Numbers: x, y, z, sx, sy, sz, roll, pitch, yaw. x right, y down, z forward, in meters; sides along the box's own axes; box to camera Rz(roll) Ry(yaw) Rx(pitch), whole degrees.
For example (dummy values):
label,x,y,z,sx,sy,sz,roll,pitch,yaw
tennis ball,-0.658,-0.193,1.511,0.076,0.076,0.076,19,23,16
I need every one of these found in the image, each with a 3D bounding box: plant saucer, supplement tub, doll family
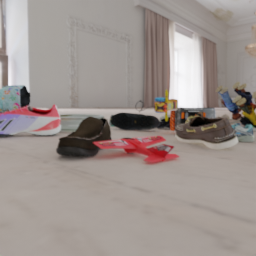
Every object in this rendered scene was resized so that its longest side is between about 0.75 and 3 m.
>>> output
label,x,y,z,sx,sy,sz,roll,pitch,yaw
plant saucer,-2.356,-0.226,12.205,2.617,0.657,2.617,0,6,0
supplement tub,2.495,-0.274,10.843,1.680,1.029,1.029,0,6,13
doll family,4.054,-0.672,9.692,1.020,1.503,2.600,-39,27,13

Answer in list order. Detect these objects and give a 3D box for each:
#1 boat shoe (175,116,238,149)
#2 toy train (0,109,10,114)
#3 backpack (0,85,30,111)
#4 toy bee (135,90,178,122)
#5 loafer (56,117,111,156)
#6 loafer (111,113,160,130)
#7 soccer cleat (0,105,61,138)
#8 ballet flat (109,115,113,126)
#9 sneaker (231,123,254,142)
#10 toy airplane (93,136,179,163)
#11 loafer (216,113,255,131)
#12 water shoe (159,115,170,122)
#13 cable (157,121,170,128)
label,x,y,z,sx,sy,sz,roll,pitch,yaw
boat shoe,2.170,0.016,8.388,0.942,0.780,2.621,-22,12,-15
toy train,-5.207,-0.306,10.619,1.670,0.712,0.952,-19,32,-22
backpack,-5.101,-0.874,12.277,1.681,1.983,2.233,-6,16,-18
toy bee,1.323,-0.744,10.559,1.755,1.149,0.954,-32,28,-22
loafer,-1.095,0.156,7.189,0.912,0.892,2.500,1,6,11
loafer,0.299,-0.240,12.271,2.284,0.775,0.802,4,-4,30
soccer cleat,-3.930,-0.310,9.952,2.969,1.087,1.013,-1,27,-10
ballet flat,-0.007,-0.385,13.768,1.985,0.737,0.737,2,6,15
sneaker,3.293,0.132,8.882,1.400,0.604,0.543,-1,6,-10
toy airplane,0.327,0.471,6.595,2.118,0.390,2.118,0,6,0
loafer,4.242,-0.261,11.804,2.549,0.801,0.916,-1,6,-10
water shoe,2.176,-0.263,12.713,1.511,0.596,0.540,0,-9,-6
cable,2.328,-0.238,12.940,2.145,0.545,1.750,5,8,35
